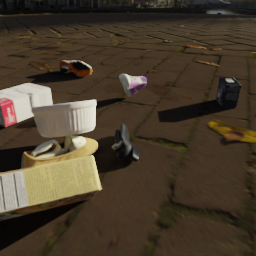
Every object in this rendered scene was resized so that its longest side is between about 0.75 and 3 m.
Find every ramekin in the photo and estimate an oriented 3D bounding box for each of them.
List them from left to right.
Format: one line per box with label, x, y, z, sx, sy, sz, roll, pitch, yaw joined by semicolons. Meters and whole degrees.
ramekin;-1.538;-0.237;6.964;1.618;0.753;1.618;-7;7;1

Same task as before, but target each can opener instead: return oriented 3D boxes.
can opener;-0.153;0.372;7.218;0.505;0.626;1.594;-40;25;9

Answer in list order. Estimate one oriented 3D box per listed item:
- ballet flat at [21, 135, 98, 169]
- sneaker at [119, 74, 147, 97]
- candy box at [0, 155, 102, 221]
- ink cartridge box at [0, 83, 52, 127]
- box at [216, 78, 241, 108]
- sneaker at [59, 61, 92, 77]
ballet flat;-1.523;0.523;6.612;2.018;0.636;0.693;-24;36;-39
sneaker;0.208;-1.674;9.887;0.885;0.563;1.553;-28;-11;3
candy box;-1.719;1.102;4.702;2.309;1.333;0.638;-11;73;-18
ink cartridge box;-3.555;-0.800;9.015;1.317;0.756;1.813;16;30;34
box;3.512;-1.252;9.859;0.530;0.840;0.854;1;27;1
sneaker;-2.356;-2.932;13.365;1.889;0.715;0.869;18;28;29
